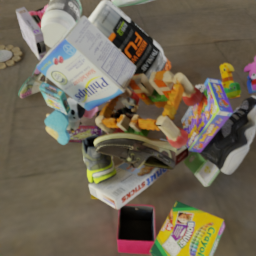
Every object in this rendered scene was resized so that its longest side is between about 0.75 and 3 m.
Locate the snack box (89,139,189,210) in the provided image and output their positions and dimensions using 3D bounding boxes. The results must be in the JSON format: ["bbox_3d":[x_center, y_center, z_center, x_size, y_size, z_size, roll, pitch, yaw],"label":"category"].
[{"bbox_3d":[0.369,1.041,7.130,2.727,0.331,0.980,-28,30,-37],"label":"snack box"}]

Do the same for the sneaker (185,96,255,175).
[{"bbox_3d":[2.672,-0.172,7.862,1.652,1.096,2.903,28,53,14],"label":"sneaker"}]

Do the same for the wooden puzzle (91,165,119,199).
[{"bbox_3d":[-0.327,1.433,7.491,1.404,0.164,0.947,-8,54,-7],"label":"wooden puzzle"}]

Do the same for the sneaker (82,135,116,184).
[{"bbox_3d":[-0.804,0.568,7.246,0.837,0.917,2.265,-15,16,-11],"label":"sneaker"}]

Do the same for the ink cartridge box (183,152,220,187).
[{"bbox_3d":[1.979,1.047,7.522,0.874,0.210,0.636,50,57,1],"label":"ink cartridge box"}]

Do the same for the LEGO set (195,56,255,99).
[{"bbox_3d":[2.955,-1.404,8.014,0.994,2.605,1.069,-10,86,-39],"label":"LEGO set"}]

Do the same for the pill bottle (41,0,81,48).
[{"bbox_3d":[-2.816,-4.513,11.798,1.427,1.427,2.523,1,49,1],"label":"pill bottle"}]

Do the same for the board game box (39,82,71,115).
[{"bbox_3d":[-1.722,-0.684,6.628,0.586,0.776,0.182,25,66,13],"label":"board game box"}]

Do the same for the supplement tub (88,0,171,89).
[{"bbox_3d":[-0.125,-2.461,9.019,2.903,1.779,1.779,34,46,-22],"label":"supplement tub"}]

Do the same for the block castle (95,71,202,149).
[{"bbox_3d":[0.492,-0.383,6.798,2.350,1.102,1.570,2,60,44],"label":"block castle"}]

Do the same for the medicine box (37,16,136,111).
[{"bbox_3d":[-0.995,-1.423,6.665,1.709,1.556,0.879,41,54,-23],"label":"medicine box"}]

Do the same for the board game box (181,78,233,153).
[{"bbox_3d":[1.789,-0.261,6.595,0.336,1.501,1.009,7,49,-14],"label":"board game box"}]

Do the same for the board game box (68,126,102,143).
[{"bbox_3d":[-1.318,0.191,8.573,0.982,0.159,0.589,2,46,1],"label":"board game box"}]

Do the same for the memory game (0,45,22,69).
[{"bbox_3d":[-5.073,-2.860,11.244,1.596,0.102,1.596,0,48,0],"label":"memory game"}]

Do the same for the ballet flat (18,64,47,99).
[{"bbox_3d":[-3.248,-1.639,9.943,0.603,0.586,1.696,21,49,-7],"label":"ballet flat"}]

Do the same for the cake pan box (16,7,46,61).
[{"bbox_3d":[-3.121,-3.018,9.116,0.340,1.198,1.301,-31,71,-19],"label":"cake pan box"}]

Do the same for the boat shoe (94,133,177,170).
[{"bbox_3d":[0.233,0.574,6.265,2.023,0.741,0.656,7,62,-20],"label":"boat shoe"}]

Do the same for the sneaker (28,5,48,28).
[{"bbox_3d":[-4.141,-5.130,12.939,1.964,0.776,0.937,-37,37,-29],"label":"sneaker"}]

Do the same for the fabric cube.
[{"bbox_3d":[0.183,2.284,6.298,0.807,0.820,0.823,1,50,2],"label":"fabric cube"}]

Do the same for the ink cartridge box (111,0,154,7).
[{"bbox_3d":[1.202,-4.643,8.981,2.919,0.731,2.349,-1,23,31],"label":"ink cartridge box"}]

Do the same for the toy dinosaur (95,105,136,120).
[{"bbox_3d":[-0.264,-0.381,8.469,1.404,0.717,0.953,-20,18,-30],"label":"toy dinosaur"}]

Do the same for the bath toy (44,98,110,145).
[{"bbox_3d":[-1.310,-0.657,8.602,1.010,1.188,2.732,52,47,-11],"label":"bath toy"}]

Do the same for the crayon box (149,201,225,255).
[{"bbox_3d":[1.189,2.216,5.592,1.054,0.356,1.221,14,56,37],"label":"crayon box"}]
